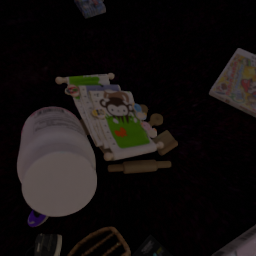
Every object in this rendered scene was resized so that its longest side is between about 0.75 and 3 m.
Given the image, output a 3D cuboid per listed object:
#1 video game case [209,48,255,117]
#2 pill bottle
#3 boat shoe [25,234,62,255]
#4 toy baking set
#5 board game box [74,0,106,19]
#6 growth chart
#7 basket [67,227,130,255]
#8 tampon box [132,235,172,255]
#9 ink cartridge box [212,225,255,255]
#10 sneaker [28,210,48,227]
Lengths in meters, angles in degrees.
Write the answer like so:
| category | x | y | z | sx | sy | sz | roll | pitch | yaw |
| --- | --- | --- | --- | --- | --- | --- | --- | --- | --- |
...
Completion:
| category | x | y | z | sx | sy | sz | roll | pitch | yaw |
| --- | --- | --- | --- | --- | --- | --- | --- | --- | --- |
| video game case | 3.550 | -1.256 | 7.907 | 1.824 | 0.229 | 2.004 | 30 | 64 | 17 |
| pill bottle | -1.160 | 0.435 | 4.507 | 1.139 | 1.139 | 2.010 | -19 | 23 | -11 |
| boat shoe | -1.638 | 2.297 | 5.092 | 0.471 | 1.394 | 0.501 | 15 | 43 | -25 |
| toy baking set | -0.002 | 0.281 | 6.891 | 2.372 | 0.276 | 1.820 | -7 | 60 | -12 |
| board game box | -1.219 | -4.344 | 9.681 | 1.022 | 0.316 | 1.023 | -25 | 62 | -13 |
| growth chart | -0.364 | -0.351 | 6.649 | 1.839 | 0.225 | 2.541 | -19 | 67 | -37 |
| basket | -0.613 | 2.433 | 5.359 | 1.177 | 0.877 | 0.840 | -31 | 63 | -15 |
| tampon box | 0.536 | 2.673 | 5.375 | 0.895 | 0.565 | 0.671 | 39 | 66 | 24 |
| ink cartridge box | 2.414 | 3.077 | 4.809 | 1.874 | 0.658 | 2.306 | -27 | 76 | -15 |
| sneaker | -1.763 | 1.567 | 5.674 | 1.042 | 0.518 | 0.362 | -47 | 59 | 4 |
